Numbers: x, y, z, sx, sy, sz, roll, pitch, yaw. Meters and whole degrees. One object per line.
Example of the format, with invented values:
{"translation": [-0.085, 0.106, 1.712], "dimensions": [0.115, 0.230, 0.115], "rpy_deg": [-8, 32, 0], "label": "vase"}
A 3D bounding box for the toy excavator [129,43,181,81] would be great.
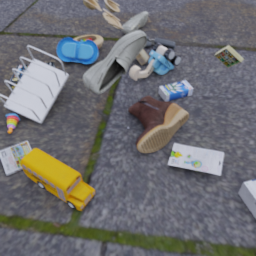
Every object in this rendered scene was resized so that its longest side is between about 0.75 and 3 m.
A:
{"translation": [1.316, -3.114, 14.071], "dimensions": [1.117, 2.237, 2.175], "rpy_deg": [41, 13, 37], "label": "toy excavator"}

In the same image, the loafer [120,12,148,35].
{"translation": [0.456, -6.744, 17.802], "dimensions": [0.902, 0.904, 2.585], "rpy_deg": [27, 51, 15], "label": "loafer"}

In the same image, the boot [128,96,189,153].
{"translation": [0.792, -0.233, 11.483], "dimensions": [2.844, 1.029, 2.366], "rpy_deg": [-35, 42, -28], "label": "boot"}

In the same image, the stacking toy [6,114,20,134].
{"translation": [-4.814, -0.121, 11.562], "dimensions": [0.494, 0.467, 0.850], "rpy_deg": [-6, 56, 2], "label": "stacking toy"}

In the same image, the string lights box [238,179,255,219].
{"translation": [4.991, 2.117, 9.073], "dimensions": [2.337, 0.689, 1.201], "rpy_deg": [-12, 46, -12], "label": "string lights box"}

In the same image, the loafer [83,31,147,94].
{"translation": [-0.301, -2.245, 9.760], "dimensions": [2.823, 0.987, 0.985], "rpy_deg": [-46, 56, -5], "label": "loafer"}

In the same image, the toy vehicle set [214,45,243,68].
{"translation": [3.884, -2.741, 10.871], "dimensions": [0.771, 1.241, 0.164], "rpy_deg": [41, 90, -3], "label": "toy vehicle set"}

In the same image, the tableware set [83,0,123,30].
{"translation": [-1.005, -4.501, 10.231], "dimensions": [1.851, 0.257, 2.216], "rpy_deg": [22, 38, -33], "label": "tableware set"}

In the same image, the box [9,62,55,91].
{"translation": [-4.509, -2.483, 13.458], "dimensions": [1.846, 0.534, 2.323], "rpy_deg": [-8, 33, -7], "label": "box"}

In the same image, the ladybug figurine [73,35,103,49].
{"translation": [-2.362, -4.691, 15.869], "dimensions": [1.969, 0.708, 1.336], "rpy_deg": [-15, 47, -15], "label": "ladybug figurine"}

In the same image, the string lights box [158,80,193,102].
{"translation": [2.220, -1.727, 13.110], "dimensions": [1.419, 0.418, 0.729], "rpy_deg": [-16, 47, -15], "label": "string lights box"}

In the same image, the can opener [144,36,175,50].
{"translation": [1.664, -4.798, 16.243], "dimensions": [2.089, 0.557, 0.698], "rpy_deg": [18, 80, 16], "label": "can opener"}

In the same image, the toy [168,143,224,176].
{"translation": [2.451, 1.208, 10.180], "dimensions": [1.827, 0.431, 1.052], "rpy_deg": [12, 49, 16], "label": "toy"}

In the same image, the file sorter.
{"translation": [-3.889, -1.817, 11.528], "dimensions": [1.749, 1.570, 2.521], "rpy_deg": [24, 73, 3], "label": "file sorter"}

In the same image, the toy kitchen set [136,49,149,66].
{"translation": [-0.094, -3.680, 14.942], "dimensions": [1.655, 1.493, 1.350], "rpy_deg": [-24, 27, 35], "label": "toy kitchen set"}

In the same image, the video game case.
{"translation": [-4.138, 1.106, 10.486], "dimensions": [1.119, 0.141, 1.230], "rpy_deg": [-23, 48, -21], "label": "video game case"}

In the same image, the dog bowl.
{"translation": [-2.641, -4.057, 14.940], "dimensions": [2.273, 1.267, 0.563], "rpy_deg": [9, 3, 8], "label": "dog bowl"}

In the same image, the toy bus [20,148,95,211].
{"translation": [-2.323, 1.684, 9.293], "dimensions": [2.531, 0.991, 0.824], "rpy_deg": [25, 50, 23], "label": "toy bus"}
